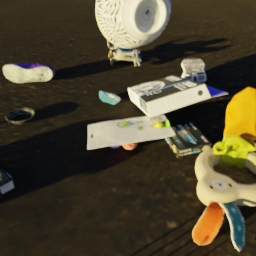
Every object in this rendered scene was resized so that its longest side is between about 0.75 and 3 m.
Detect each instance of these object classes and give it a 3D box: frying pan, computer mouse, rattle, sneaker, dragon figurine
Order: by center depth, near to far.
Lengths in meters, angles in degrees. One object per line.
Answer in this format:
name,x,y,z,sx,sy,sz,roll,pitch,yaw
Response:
rattle,2.242,0.737,5.710,1.899,2.083,2.916,37,40,22
frying pan,-3.566,-0.225,8.805,0.893,0.240,1.477,10,36,17
sneaker,-0.686,-1.099,10.141,0.866,0.331,0.350,28,34,26
computer mouse,2.696,-2.000,11.329,1.498,0.599,2.733,1,38,10
sneaker,-4.108,-2.358,11.821,2.105,0.732,1.047,4,25,1
dragon figurine,-0.214,-3.751,13.763,1.486,0.880,2.990,-6,33,-10

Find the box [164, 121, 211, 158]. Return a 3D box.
box,1.597,0.296,7.921,0.991,0.287,1.247,-8,33,-13

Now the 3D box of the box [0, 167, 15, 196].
box,-3.482,1.218,6.421,1.446,0.333,1.149,28,41,36

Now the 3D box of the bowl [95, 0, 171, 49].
bowl,0.368,-3.301,7.980,2.386,2.386,1.120,-13,35,-20

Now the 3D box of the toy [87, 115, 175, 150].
toy,0.048,0.229,7.754,2.268,0.535,1.306,-12,28,-2

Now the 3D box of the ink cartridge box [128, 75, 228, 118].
ink cartridge box,1.482,-1.220,9.199,2.544,0.552,2.521,-16,20,-7
